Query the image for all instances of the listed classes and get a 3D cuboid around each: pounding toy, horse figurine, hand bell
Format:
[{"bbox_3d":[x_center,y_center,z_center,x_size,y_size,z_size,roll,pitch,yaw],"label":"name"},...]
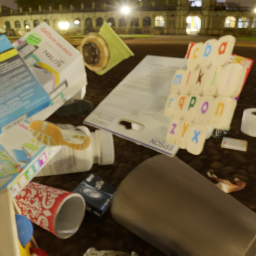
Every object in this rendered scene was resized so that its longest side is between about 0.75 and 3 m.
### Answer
[{"bbox_3d":[-1.702,2.509,4.289,1.708,2.211,2.402,-22,29,-18],"label":"pounding toy"},{"bbox_3d":[2.563,1.690,8.127,1.566,0.391,1.038,-9,29,-40],"label":"horse figurine"},{"bbox_3d":[-1.861,-2.452,9.694,2.343,1.220,1.220,4,19,42],"label":"hand bell"}]

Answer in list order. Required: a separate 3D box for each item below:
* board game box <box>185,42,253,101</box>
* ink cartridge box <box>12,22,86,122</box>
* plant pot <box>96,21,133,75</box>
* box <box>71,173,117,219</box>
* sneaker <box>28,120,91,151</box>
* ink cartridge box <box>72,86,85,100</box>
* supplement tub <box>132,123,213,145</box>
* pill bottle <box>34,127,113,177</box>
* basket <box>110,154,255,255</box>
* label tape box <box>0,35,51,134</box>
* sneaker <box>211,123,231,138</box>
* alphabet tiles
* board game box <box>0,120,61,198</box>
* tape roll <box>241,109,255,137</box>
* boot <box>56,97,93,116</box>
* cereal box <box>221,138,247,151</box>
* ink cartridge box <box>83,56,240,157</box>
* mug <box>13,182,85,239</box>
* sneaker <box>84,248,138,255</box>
[{"bbox_3d":[3.473,-2.227,11.557,2.542,1.926,0.589,17,21,4],"label":"board game box"},{"bbox_3d":[-2.781,-1.597,8.718,1.754,1.745,2.390,42,73,12],"label":"ink cartridge box"},{"bbox_3d":[-0.901,-2.960,10.944,1.545,1.681,1.681,-42,22,10],"label":"plant pot"},{"bbox_3d":[-0.893,1.789,7.517,0.946,0.257,1.180,31,23,9],"label":"box"},{"bbox_3d":[-1.291,0.119,5.264,1.154,0.436,0.506,20,13,-23],"label":"sneaker"},{"bbox_3d":[-3.883,-2.763,17.135,2.302,1.681,1.689,0,24,-2],"label":"ink cartridge box"},{"bbox_3d":[1.644,-0.402,10.997,2.889,2.090,2.090,-1,23,-5],"label":"supplement tub"},{"bbox_3d":[-1.827,0.710,9.092,2.589,1.481,1.481,-5,23,-10],"label":"pill bottle"},{"bbox_3d":[1.355,1.939,5.919,2.388,1.801,2.649,-17,32,-37],"label":"basket"},{"bbox_3d":[-2.734,-0.947,6.086,1.277,1.782,0.589,-36,-3,-25],"label":"label tape box"},{"bbox_3d":[3.849,0.071,12.016,0.596,0.544,1.472,13,17,43],"label":"sneaker"},{"bbox_3d":[1.176,-0.547,4.737,0.140,1.875,1.917,14,4,-19],"label":"alphabet tiles"},{"bbox_3d":[-3.161,0.370,6.307,2.691,0.461,1.809,25,53,19],"label":"board game box"},{"bbox_3d":[5.620,-0.229,12.163,1.253,0.860,1.253,0,23,0],"label":"tape roll"},{"bbox_3d":[-3.000,-1.308,15.063,2.065,0.824,2.271,-3,16,-12],"label":"boot"},{"bbox_3d":[4.156,0.638,10.969,0.902,0.178,0.649,10,25,22],"label":"cereal box"},{"bbox_3d":[0.776,-0.615,6.734,2.795,0.616,2.846,20,60,42],"label":"ink cartridge box"},{"bbox_3d":[-1.932,2.023,6.967,1.560,1.385,1.041,10,60,29],"label":"mug"},{"bbox_3d":[0.273,2.683,5.107,2.937,1.129,1.301,8,13,9],"label":"sneaker"}]
